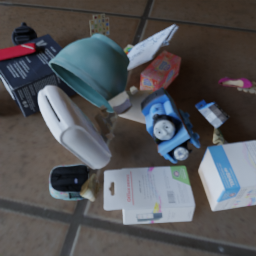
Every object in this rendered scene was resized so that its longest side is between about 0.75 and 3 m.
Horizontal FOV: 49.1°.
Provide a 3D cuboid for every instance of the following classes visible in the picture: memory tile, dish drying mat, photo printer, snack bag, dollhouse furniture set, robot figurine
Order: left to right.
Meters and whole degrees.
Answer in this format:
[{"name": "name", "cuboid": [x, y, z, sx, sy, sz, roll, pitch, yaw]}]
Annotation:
[{"name": "dish drying mat", "cuboid": [-4.603, -2.936, 10.933, 1.944, 0.177, 0.747, -14, 47, -7]}, {"name": "robot figurine", "cuboid": [-4.587, -3.871, 12.662, 1.143, 1.832, 1.376, 31, 82, -3]}, {"name": "photo printer", "cuboid": [-1.644, -0.035, 8.405, 0.865, 2.490, 2.072, -36, 54, 0]}, {"name": "dollhouse furniture set", "cuboid": [-0.162, -0.373, 8.939, 1.585, 1.352, 0.774, -32, 69, 1]}, {"name": "snack bag", "cuboid": [0.689, -3.172, 11.749, 2.487, 0.282, 2.638, -14, 34, 44]}, {"name": "memory tile", "cuboid": [5.238, -1.769, 12.070, 0.978, 0.082, 0.750, 17, 53, 14]}]

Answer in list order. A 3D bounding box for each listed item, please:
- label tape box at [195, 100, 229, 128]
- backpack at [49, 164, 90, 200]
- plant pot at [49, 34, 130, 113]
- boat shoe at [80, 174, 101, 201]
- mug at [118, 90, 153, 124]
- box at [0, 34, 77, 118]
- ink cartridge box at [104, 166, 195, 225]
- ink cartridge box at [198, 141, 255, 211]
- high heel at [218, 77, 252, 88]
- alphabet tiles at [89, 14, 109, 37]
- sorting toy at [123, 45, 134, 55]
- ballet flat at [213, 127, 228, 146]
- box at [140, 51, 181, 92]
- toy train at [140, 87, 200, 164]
[{"name": "label tape box", "cuboid": [2.538, -0.496, 8.441, 0.924, 0.306, 0.662, 51, 41, 10]}, {"name": "backpack", "cuboid": [-1.841, 1.705, 8.696, 1.205, 0.907, 1.070, 3, 48, -18]}, {"name": "plant pot", "cuboid": [-1.047, -1.995, 9.486, 2.636, 2.636, 1.766, 32, 80, 23]}, {"name": "boat shoe", "cuboid": [-0.936, 1.562, 7.316, 0.410, 1.261, 0.455, 39, 94, -5]}, {"name": "mug", "cuboid": [0.247, -0.836, 10.811, 1.326, 1.615, 1.293, 7, 84, 17]}, {"name": "box", "cuboid": [-3.687, -2.207, 11.412, 2.660, 1.562, 2.616, -30, 54, -20]}, {"name": "ink cartridge box", "cuboid": [0.561, 2.016, 8.433, 2.540, 0.855, 1.488, -2, 43, -2]}, {"name": "ink cartridge box", "cuboid": [3.616, 1.423, 8.565, 2.348, 1.509, 1.471, -7, 52, -4]}, {"name": "high heel", "cuboid": [4.501, -1.837, 11.811, 1.299, 0.438, 0.625, 19, 41, 43]}, {"name": "alphabet tiles", "cuboid": [-1.093, -3.874, 10.841, 0.810, 0.974, 0.031, -20, 37, -26]}, {"name": "sorting toy", "cuboid": [0.158, -3.538, 13.412, 1.056, 0.208, 1.141, 25, 56, 19]}, {"name": "ballet flat", "cuboid": [3.305, 0.509, 10.027, 0.470, 0.470, 1.307, -15, 52, -12]}, {"name": "box", "cuboid": [1.382, -2.306, 11.932, 0.898, 0.973, 1.896, 28, 56, 21]}, {"name": "toy train", "cuboid": [1.212, -0.116, 8.671, 1.230, 1.621, 2.838, -37, 20, 17]}]
